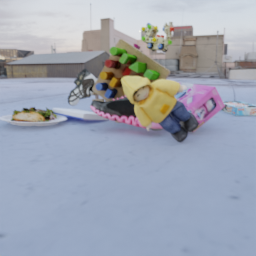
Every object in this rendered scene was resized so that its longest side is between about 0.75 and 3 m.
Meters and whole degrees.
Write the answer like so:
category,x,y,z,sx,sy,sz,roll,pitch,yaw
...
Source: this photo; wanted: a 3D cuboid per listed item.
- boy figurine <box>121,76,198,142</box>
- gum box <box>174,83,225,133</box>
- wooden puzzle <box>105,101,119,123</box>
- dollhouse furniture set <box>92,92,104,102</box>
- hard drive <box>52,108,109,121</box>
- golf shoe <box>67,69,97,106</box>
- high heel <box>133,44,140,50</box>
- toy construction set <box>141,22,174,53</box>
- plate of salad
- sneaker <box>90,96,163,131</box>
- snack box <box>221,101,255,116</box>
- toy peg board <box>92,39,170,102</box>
category,x,y,z,sx,sy,sz,roll,pitch,yaw
boy figurine,0.922,-0.686,7.960,2.708,1.684,0.872,36,16,-37
gum box,2.172,-0.847,10.584,1.530,0.892,2.697,-40,23,-9
wooden puzzle,-0.314,-1.089,11.838,0.323,1.291,1.394,37,18,-52
dollhouse furniture set,-1.205,-1.253,12.222,0.502,0.878,1.029,-1,31,8
hard drive,-2.108,-0.595,12.312,2.175,0.276,1.435,12,8,41
golf shoe,-2.100,-1.626,13.059,1.075,2.276,0.885,33,49,-3
high heel,0.289,-3.596,13.314,0.368,0.765,0.258,23,-5,-7
toy construction set,1.043,-3.156,9.617,0.692,0.986,1.503,11,6,-36
plate of salad,-3.807,-0.512,11.355,2.596,0.624,2.596,2,9,0
sneaker,0.037,-0.775,9.932,2.814,1.342,1.112,13,2,13
snack box,5.628,-1.019,14.298,1.391,0.444,2.394,-1,13,-6
toy peg board,-0.126,-1.774,10.621,2.397,2.387,1.172,37,19,13
